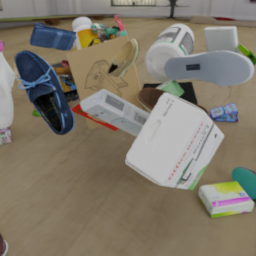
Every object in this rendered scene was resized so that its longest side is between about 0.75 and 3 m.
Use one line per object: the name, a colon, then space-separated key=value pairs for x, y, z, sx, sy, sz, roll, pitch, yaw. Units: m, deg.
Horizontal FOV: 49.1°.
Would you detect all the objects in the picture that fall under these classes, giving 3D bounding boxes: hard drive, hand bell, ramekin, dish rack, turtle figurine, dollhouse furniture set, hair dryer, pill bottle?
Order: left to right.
dish rack: x=-3.630 y=-2.351 z=14.416 sx=2.033 sy=0.723 sz=2.650 roll=-14 pitch=66 yaw=0
hand bell: x=-2.595 y=-2.073 z=10.390 sx=2.752 sy=1.433 sz=1.433 roll=3 pitch=29 yaw=9
hair dryer: x=-1.767 y=-2.780 z=11.595 sx=2.026 sy=0.550 sz=1.543 roll=-14 pitch=71 yaw=0
pill bottle: x=-1.860 y=-3.803 z=12.646 sx=1.206 sy=1.206 sz=2.172 roll=-11 pitch=74 yaw=-19
turtle figurine: x=-0.635 y=-3.932 z=12.773 sx=1.479 sy=2.199 sz=2.937 roll=-35 pitch=17 yaw=-5
ramekin: x=1.312 y=-1.224 z=9.773 sx=1.132 sy=0.553 sz=1.132 roll=-31 pitch=10 yaw=6
pill bottle: x=1.732 y=-3.030 z=10.988 sx=1.542 sy=1.542 sz=2.727 roll=10 pitch=39 yaw=17
hard drive: x=3.653 y=-2.867 z=10.809 sx=0.261 sy=1.989 sz=1.311 roll=-34 pitch=32 yaw=-24
dollhouse furniture set: x=3.924 y=-2.357 z=10.482 sx=0.946 sy=1.445 sz=0.725 roll=28 pitch=31 yaw=-22

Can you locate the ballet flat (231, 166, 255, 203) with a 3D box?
ballet flat: x=4.105 y=1.961 z=8.316 sx=0.864 sy=0.864 sz=2.328 roll=-13 pitch=34 yaw=-22

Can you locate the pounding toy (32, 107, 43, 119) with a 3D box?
pounding toy: x=-4.196 y=-0.857 z=13.480 sx=0.957 sy=0.444 sz=0.739 roll=18 pitch=34 yaw=30

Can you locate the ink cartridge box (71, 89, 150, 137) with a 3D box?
ink cartridge box: x=-0.575 y=-0.235 z=8.166 sx=1.801 sy=0.532 sz=2.250 roll=26 pitch=-24 yaw=-28

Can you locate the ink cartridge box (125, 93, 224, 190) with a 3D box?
ink cartridge box: x=1.206 y=0.453 z=6.553 sx=1.011 sy=1.752 sz=2.398 roll=31 pitch=3 yaw=30

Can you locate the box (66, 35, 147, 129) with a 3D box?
box: x=-0.684 y=-1.398 z=9.197 sx=2.176 sy=2.661 sz=0.283 roll=-11 pitch=13 yaw=18

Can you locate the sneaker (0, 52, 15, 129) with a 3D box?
sneaker: x=-4.168 y=-1.424 z=9.266 sx=1.069 sy=2.842 sz=1.258 roll=-12 pitch=3 yaw=14

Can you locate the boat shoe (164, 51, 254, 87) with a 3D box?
boat shoe: x=2.616 y=-1.856 z=8.795 sx=2.848 sy=1.052 sz=1.214 roll=8 pitch=19 yaw=44

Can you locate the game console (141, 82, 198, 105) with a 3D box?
game console: x=2.092 y=-1.658 z=15.113 sx=2.648 sy=1.541 sz=2.329 roll=-4 pitch=60 yaw=-6

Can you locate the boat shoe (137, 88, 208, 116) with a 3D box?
boat shoe: x=1.288 y=-0.517 z=8.656 sx=2.202 sy=0.814 sz=0.813 roll=23 pitch=71 yaw=1

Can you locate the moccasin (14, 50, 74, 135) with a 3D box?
moccasin: x=-2.078 y=-0.900 z=7.080 sx=0.946 sy=2.352 sz=0.802 roll=-32 pitch=10 yaw=13

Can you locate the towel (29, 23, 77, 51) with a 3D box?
towel: x=-2.886 y=-3.454 z=10.798 sx=1.672 sy=0.933 sz=0.406 roll=-3 pitch=60 yaw=-39

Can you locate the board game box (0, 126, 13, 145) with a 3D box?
board game box: x=-5.207 y=-0.110 z=11.288 sx=0.622 sy=1.285 sz=1.024 roll=-19 pitch=35 yaw=-30

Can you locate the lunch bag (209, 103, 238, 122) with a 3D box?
lunch bag: x=4.437 y=-0.648 z=13.154 sx=1.224 sy=0.576 sz=0.922 roll=-8 pitch=29 yaw=12

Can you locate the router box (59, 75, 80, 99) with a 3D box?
router box: x=-3.147 y=-2.258 z=15.340 sx=1.433 sy=1.069 sz=0.366 roll=23 pitch=35 yaw=35

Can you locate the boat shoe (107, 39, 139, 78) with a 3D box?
boat shoe: x=-0.172 y=-1.654 z=6.861 sx=0.495 sy=1.301 sz=0.466 roll=-8 pitch=65 yaw=-29

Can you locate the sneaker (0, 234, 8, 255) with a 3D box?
sneaker: x=-3.245 y=2.943 z=6.259 sx=0.572 sy=0.873 sz=1.512 roll=-1 pitch=29 yaw=-1

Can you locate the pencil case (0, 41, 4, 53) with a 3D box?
pencil case: x=-4.230 y=-2.237 z=8.054 sx=1.263 sy=0.592 sz=0.573 roll=-18 pitch=-3 yaw=13

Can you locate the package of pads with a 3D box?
package of pads: x=2.841 y=2.072 z=8.261 sx=1.281 sy=0.437 sz=0.990 roll=-6 pitch=30 yaw=-10
